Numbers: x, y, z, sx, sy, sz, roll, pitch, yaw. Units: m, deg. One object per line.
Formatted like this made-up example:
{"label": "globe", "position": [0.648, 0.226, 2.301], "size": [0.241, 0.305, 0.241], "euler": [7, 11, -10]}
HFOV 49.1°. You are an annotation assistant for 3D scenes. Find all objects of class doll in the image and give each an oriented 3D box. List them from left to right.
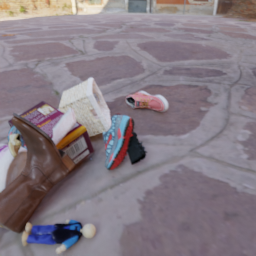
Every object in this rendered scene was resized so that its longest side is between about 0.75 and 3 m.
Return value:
{"label": "doll", "position": [-1.746, 2.758, 7.253], "size": [1.803, 0.437, 1.230], "euler": [-2, 18, -5]}

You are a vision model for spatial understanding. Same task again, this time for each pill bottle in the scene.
{"label": "pill bottle", "position": [-4.599, 1.180, 8.349], "size": [2.978, 1.672, 1.672], "euler": [9, 30, 8]}

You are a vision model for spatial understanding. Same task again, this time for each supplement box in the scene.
{"label": "supplement box", "position": [-2.872, 0.311, 10.345], "size": [1.616, 1.254, 2.929], "euler": [-38, 46, -28]}

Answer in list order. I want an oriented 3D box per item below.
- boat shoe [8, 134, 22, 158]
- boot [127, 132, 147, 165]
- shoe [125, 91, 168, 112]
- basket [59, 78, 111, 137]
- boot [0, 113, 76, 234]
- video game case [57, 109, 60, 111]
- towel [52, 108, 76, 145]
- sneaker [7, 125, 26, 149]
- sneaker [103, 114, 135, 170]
{"label": "boat shoe", "position": [-2.908, 0.423, 7.250], "size": [0.270, 0.301, 0.813], "euler": [-20, 45, -6]}
{"label": "boot", "position": [0.037, 0.838, 9.968], "size": [0.453, 1.224, 1.003], "euler": [20, 40, -55]}
{"label": "shoe", "position": [0.881, -1.231, 14.033], "size": [1.060, 0.832, 2.330], "euler": [-21, 30, -30]}
{"label": "basket", "position": [-1.721, -0.752, 11.545], "size": [1.494, 1.841, 1.857], "euler": [-23, 29, 5]}
{"label": "boot", "position": [-2.920, 1.255, 7.293], "size": [2.588, 2.412, 0.831], "euler": [-48, 29, -17]}
{"label": "video game case", "position": [-2.598, -0.650, 13.595], "size": [1.935, 0.169, 1.384], "euler": [23, 36, 35]}
{"label": "towel", "position": [-2.071, -0.054, 8.937], "size": [0.171, 1.058, 1.011], "euler": [34, 17, -30]}
{"label": "sneaker", "position": [-3.578, 0.511, 9.351], "size": [0.683, 1.430, 0.567], "euler": [14, 24, 7]}
{"label": "sneaker", "position": [-0.464, 0.464, 9.665], "size": [0.952, 1.993, 0.790], "euler": [25, 11, 29]}
